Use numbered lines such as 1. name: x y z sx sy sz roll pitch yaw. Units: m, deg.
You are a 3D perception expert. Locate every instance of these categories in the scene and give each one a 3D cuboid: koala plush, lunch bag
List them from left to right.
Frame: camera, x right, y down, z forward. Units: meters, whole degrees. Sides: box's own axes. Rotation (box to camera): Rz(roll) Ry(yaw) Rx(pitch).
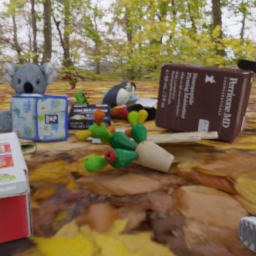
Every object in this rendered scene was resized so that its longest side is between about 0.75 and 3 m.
1. koala plush: -3.813 -1.264 10.920 2.338 2.636 2.423 -5 12 -9
2. lunch bag: -2.912 -0.355 9.471 1.809 1.538 1.153 4 11 6

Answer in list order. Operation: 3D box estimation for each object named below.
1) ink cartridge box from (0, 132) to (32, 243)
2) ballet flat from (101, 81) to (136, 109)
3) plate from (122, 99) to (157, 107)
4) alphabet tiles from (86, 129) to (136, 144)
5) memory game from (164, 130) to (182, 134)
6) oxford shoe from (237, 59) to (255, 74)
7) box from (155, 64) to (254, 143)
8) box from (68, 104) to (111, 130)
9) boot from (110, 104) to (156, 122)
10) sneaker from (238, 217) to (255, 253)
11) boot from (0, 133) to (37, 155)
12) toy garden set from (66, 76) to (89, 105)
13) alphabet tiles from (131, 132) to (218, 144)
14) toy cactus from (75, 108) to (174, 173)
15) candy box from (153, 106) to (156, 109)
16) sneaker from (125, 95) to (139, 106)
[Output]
1. ink cartridge box: -2.871 1.056 3.892 2.756 1.155 2.419 -6 18 -25
2. ballet flat: -0.313 -1.699 14.032 1.077 1.077 2.949 5 25 20
3. plate: 0.529 -1.093 14.984 1.707 0.276 1.711 8 33 28
4. alphabet tiles: -0.444 0.281 9.933 2.277 0.072 1.895 1 12 -2
5. memory game: 2.002 0.182 10.491 1.304 0.083 1.304 0 12 0
6. oxford shoe: 4.342 -2.041 9.393 1.310 0.467 0.467 26 30 15
7. box: 2.818 -1.080 10.384 2.838 2.355 2.331 13 17 28
8. box: -1.611 -0.491 11.863 1.761 0.437 1.748 0 28 -4
9. boot: -0.446 -0.789 12.919 2.762 0.946 2.600 7 14 30
10. sneaker: 2.138 1.471 3.434 0.642 0.585 1.566 -5 13 -22
11. boot: -3.688 0.466 8.202 1.582 0.523 1.386 13 17 42
12. toy garden set: -2.672 -2.022 15.799 0.504 2.107 2.527 -25 13 2
13. alphabet tiles: 1.302 0.281 8.171 2.500 0.079 2.081 -4 2 18
14. toy cactus: 0.074 0.309 6.832 2.209 1.369 2.678 24 25 11
15. candy box: 2.217 -0.792 14.187 1.521 0.393 2.976 -4 13 -7
16. sneaker: 0.341 -1.182 14.207 0.514 0.843 1.292 -42 12 -24
